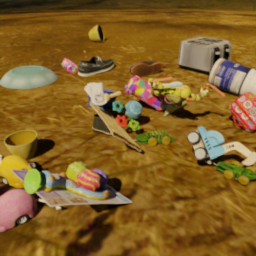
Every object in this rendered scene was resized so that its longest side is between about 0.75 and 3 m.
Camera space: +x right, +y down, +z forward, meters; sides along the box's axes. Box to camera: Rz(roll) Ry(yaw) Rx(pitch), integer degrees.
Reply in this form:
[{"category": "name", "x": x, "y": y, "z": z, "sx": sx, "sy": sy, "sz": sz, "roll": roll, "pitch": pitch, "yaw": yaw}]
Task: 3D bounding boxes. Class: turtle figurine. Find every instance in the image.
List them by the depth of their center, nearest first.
[{"category": "turtle figurine", "x": 1.569, "y": -1.053, "z": 8.752, "sx": 2.402, "sy": 0.774, "sz": 1.937, "roll": 6, "pitch": 5, "yaw": -14}]

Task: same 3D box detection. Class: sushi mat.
[{"category": "sushi mat", "x": -0.429, "y": -0.085, "z": 8.116, "sx": 1.101, "sy": 0.139, "sz": 2.300, "roll": 33, "pitch": 8, "yaw": -32}]

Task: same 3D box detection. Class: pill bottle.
[{"category": "pill bottle", "x": 4.455, "y": -1.968, "z": 11.403, "sx": 2.017, "sy": 1.167, "sz": 1.167, "roll": 28, "pitch": 38, "yaw": 26}]

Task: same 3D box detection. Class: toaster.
[{"category": "toaster", "x": 3.946, "y": -3.847, "z": 14.720, "sx": 2.149, "sy": 1.411, "sz": 2.377, "roll": -24, "pitch": 36, "yaw": -39}]

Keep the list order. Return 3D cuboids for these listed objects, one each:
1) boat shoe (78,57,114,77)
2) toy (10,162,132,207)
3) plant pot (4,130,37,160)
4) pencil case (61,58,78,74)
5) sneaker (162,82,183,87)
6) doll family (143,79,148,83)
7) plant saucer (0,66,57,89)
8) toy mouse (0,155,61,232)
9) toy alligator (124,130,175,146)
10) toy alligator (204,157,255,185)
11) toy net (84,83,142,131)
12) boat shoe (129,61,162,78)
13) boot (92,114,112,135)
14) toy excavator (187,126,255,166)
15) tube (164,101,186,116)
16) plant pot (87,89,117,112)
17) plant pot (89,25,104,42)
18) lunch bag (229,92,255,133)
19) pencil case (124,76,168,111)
[{"category": "boat shoe", "x": -1.569, "y": -3.258, "z": 14.319, "sx": 0.840, "sy": 0.790, "sz": 2.338, "roll": 21, "pitch": 33, "yaw": 36}, {"category": "toy", "x": -0.939, "y": 1.011, "z": 5.506, "sx": 1.313, "sy": 0.538, "sz": 2.281, "roll": 25, "pitch": 7, "yaw": 36}, {"category": "plant pot", "x": -2.797, "y": 0.512, "z": 7.484, "sx": 0.837, "sy": 0.594, "sz": 0.837, "roll": -4, "pitch": 29, "yaw": 2}, {"category": "pencil case", "x": -3.000, "y": -3.157, "z": 14.367, "sx": 0.562, "sy": 0.562, "sz": 1.273, "roll": -16, "pitch": 33, "yaw": -27}, {"category": "sneaker", "x": 1.820, "y": -1.646, "z": 11.699, "sx": 0.993, "sy": 0.367, "sz": 0.407, "roll": -9, "pitch": 43, "yaw": -1}, {"category": "doll family", "x": 0.789, "y": -1.813, "z": 11.823, "sx": 0.830, "sy": 0.515, "sz": 0.374, "roll": -12, "pitch": 24, "yaw": -17}, {"category": "plant saucer", "x": -4.698, "y": -2.510, "z": 13.220, "sx": 2.633, "sy": 0.507, "sz": 2.633, "roll": 0, "pitch": 29, "yaw": 0}, {"category": "toy mouse", "x": -2.943, "y": 1.417, "z": 5.857, "sx": 2.938, "sy": 0.569, "sz": 2.611, "roll": 17, "pitch": 33, "yaw": 28}, {"category": "toy alligator", "x": 0.634, "y": 0.272, "z": 8.189, "sx": 1.540, "sy": 0.370, "sz": 0.510, "roll": -5, "pitch": 28, "yaw": -10}, {"category": "toy alligator", "x": 2.496, "y": 1.046, "z": 6.796, "sx": 1.385, "sy": 0.333, "sz": 0.459, "roll": 20, "pitch": 48, "yaw": 43}, {"category": "toy net", "x": -0.464, "y": -0.636, "z": 8.317, "sx": 1.948, "sy": 1.022, "sz": 0.376, "roll": 23, "pitch": -19, "yaw": -17}, {"category": "boat shoe", "x": 0.765, "y": -2.942, "z": 13.838, "sx": 2.000, "sy": 0.704, "sz": 0.703, "roll": -14, "pitch": 33, "yaw": -39}, {"category": "boot", "x": -0.670, "y": -0.118, "z": 8.611, "sx": 0.871, "sy": 0.602, "sz": 0.337, "roll": 5, "pitch": 34, "yaw": -3}, {"category": "toy excavator", "x": 2.224, "y": 0.452, "z": 6.728, "sx": 1.306, "sy": 1.270, "sz": 0.652, "roll": -24, "pitch": -12, "yaw": 14}, {"category": "tube", "x": 1.671, "y": -0.784, "z": 10.126, "sx": 0.330, "sy": 0.369, "sz": 1.272, "roll": -15, "pitch": 8, "yaw": 42}, {"category": "plant pot", "x": -0.904, "y": -0.957, "z": 9.468, "sx": 0.811, "sy": 0.729, "sz": 0.811, "roll": 18, "pitch": 10, "yaw": 16}, {"category": "plant pot", "x": -2.404, "y": -6.891, "z": 20.778, "sx": 0.865, "sy": 1.219, "sz": 1.219, "roll": -10, "pitch": 25, "yaw": 19}, {"category": "lunch bag", "x": 3.731, "y": -0.452, "z": 8.766, "sx": 0.995, "sy": 0.463, "sz": 1.129, "roll": -35, "pitch": 73, "yaw": -3}, {"category": "pencil case", "x": 0.674, "y": -1.184, "z": 9.860, "sx": 1.646, "sy": 0.727, "sz": 0.727, "roll": 25, "pitch": 20, "yaw": -23}]
